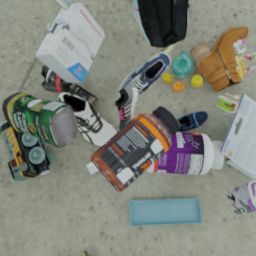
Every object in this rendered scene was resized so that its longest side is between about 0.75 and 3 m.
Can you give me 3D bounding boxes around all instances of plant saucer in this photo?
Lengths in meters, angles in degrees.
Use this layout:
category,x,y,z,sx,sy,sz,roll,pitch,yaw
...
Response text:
category,x,y,z,sx,sy,sz,roll,pitch,yaw
plant saucer,1.264,2.903,9.661,2.448,0.232,0.856,-2,72,-1

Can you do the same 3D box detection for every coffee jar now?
category,x,y,z,sx,sy,sz,roll,pitch,yaw
coffee jar,-2.380,-0.264,7.404,2.082,1.086,0.888,16,43,32

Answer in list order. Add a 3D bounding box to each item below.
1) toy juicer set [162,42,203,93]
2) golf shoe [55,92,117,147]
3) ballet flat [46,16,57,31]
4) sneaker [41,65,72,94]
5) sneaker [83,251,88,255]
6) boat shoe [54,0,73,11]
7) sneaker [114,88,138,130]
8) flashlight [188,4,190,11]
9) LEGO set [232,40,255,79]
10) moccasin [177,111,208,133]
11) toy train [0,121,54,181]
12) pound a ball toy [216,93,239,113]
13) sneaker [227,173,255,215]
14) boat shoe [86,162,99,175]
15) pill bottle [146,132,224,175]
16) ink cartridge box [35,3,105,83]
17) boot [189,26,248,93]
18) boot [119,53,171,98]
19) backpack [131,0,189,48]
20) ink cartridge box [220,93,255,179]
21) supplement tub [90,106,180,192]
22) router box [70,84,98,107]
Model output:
category,x,y,z,sx,sy,sz,roll,pitch,yaw
toy juicer set,1.947,-2.381,11.195,1.383,0.592,2.175,-26,77,11
golf shoe,-1.414,-0.219,9.863,2.737,1.293,1.064,37,77,-9
ballet flat,-2.545,-4.060,10.439,0.422,0.457,1.355,13,55,46
sneaker,-2.759,-2.414,10.955,1.218,0.881,2.493,-2,63,12
sneaker,-1.068,4.458,9.114,0.455,0.416,1.125,-36,83,-17
boat shoe,-1.766,-4.109,7.553,0.738,0.848,2.302,-29,52,26
sneaker,-0.135,-0.490,7.422,0.542,0.457,1.239,8,102,-29
flashlight,1.793,-5.749,12.110,0.712,0.715,2.103,-31,76,-9
LEGO set,3.281,-1.765,7.655,0.571,1.535,0.706,-18,66,20
moccasin,2.271,-0.191,10.443,1.644,0.561,0.661,-26,74,-8
toy train,-3.692,0.652,9.977,1.453,1.087,2.550,-27,74,2
pound a ball toy,3.287,-0.862,9.088,0.384,0.903,0.589,0,111,-15
sneaker,3.317,1.679,7.647,1.881,1.315,0.731,-31,85,-49
boat shoe,-0.800,1.256,10.061,1.375,0.495,0.471,-24,90,-10
pill bottle,1.873,0.870,9.642,2.557,1.438,1.438,2,73,0
ink cartridge box,-1.690,-2.544,8.538,0.825,1.407,1.922,5,66,37
boot,3.986,-2.716,11.012,2.638,1.012,2.048,-26,76,-11
boot,0.366,-1.425,8.248,0.732,0.909,2.013,45,116,-5
backpack,1.112,-3.936,9.076,2.103,2.520,1.595,-8,29,10
ink cartridge box,4.356,0.406,9.845,2.429,0.493,2.424,32,74,-16
supplement tub,0.239,0.446,6.965,2.230,1.193,1.193,-41,77,-9
router box,-1.933,-0.872,10.733,0.994,0.412,1.326,33,76,10
